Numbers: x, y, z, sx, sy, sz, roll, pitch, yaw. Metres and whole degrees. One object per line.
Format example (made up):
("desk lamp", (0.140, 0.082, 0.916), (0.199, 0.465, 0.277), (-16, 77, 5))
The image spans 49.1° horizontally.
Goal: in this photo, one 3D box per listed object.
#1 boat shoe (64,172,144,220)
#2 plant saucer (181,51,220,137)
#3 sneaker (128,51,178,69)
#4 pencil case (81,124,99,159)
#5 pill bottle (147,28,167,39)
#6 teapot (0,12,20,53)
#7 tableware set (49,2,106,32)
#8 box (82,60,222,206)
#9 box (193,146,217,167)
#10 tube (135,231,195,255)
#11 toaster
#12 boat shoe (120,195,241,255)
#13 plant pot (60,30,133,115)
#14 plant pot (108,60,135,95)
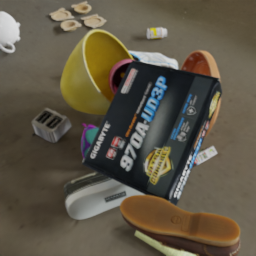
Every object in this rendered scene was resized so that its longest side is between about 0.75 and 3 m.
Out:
("boat shoe", (-0.155, 1.327, 7.123), (2.988, 1.056, 0.951), (-13, 37, -13))
("plant saucer", (1.958, -0.884, 7.978), (0.409, 2.533, 2.533), (2, 49, -11))
("sneaker", (0.679, -2.436, 10.533), (2.522, 0.945, 1.093), (16, 45, 3))
("pencil case", (-0.176, 0.436, 7.703), (2.222, 0.946, 1.027), (2, 93, -2))
("pill bottle", (1.239, -4.084, 12.111), (0.812, 0.444, 0.444), (-6, 50, -6))
("teapot", (-5.031, -3.899, 11.545), (1.480, 1.095, 1.500), (24, 88, 54))
("tableware set", (-2.393, -5.192, 13.146), (2.070, 0.288, 2.479), (-25, 55, -20))
("box", (0.540, -0.005, 6.331), (2.249, 0.651, 2.830), (20, 79, 29))
("box", (1.743, 0.806, 7.393), (0.696, 1.264, 0.219), (-27, 84, -14))
("tube", (0.862, 2.692, 6.490), (1.453, 0.422, 0.377), (24, 9, 16))
("toaster", (-2.397, -0.059, 8.631), (0.879, 0.577, 0.973), (25, 55, 21))
("boat shoe", (0.822, 1.792, 4.878), (2.109, 0.741, 0.742), (11, 37, 28))
("plant pot", (-0.998, -1.366, 8.355), (1.735, 2.445, 2.445), (-22, 40, 34))
("plant pot", (-0.058, -1.371, 7.695), (1.100, 1.100, 0.984), (-13, 26, -11))
